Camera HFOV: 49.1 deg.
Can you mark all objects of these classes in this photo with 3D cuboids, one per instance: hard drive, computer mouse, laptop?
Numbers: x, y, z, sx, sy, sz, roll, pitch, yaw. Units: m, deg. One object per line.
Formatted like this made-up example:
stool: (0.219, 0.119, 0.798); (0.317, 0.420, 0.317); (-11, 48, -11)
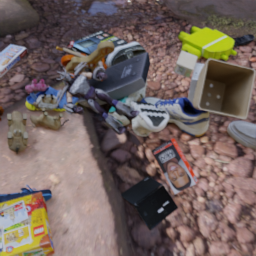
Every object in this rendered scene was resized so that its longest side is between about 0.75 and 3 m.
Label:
hard drive: (-0.499, -1.809, 10.979); (2.893, 0.612, 1.951); (-16, 38, 27)
computer mouse: (5.905, -4.495, 14.524); (1.252, 0.330, 0.867); (-15, 48, 1)
laptop: (0.626, 2.217, 8.465); (1.135, 0.661, 1.280); (-30, 80, -24)

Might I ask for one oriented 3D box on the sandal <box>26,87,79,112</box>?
sandal: (-3.023, -1.205, 11.049); (2.150, 0.936, 0.854); (-3, 45, -6)

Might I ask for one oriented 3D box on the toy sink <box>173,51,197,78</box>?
toy sink: (2.136, -2.331, 10.572); (0.670, 0.576, 1.028); (22, 46, 3)

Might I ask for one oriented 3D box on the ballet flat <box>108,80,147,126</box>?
ballet flat: (0.140, -1.194, 11.090); (1.049, 1.049, 2.924); (18, 53, 16)

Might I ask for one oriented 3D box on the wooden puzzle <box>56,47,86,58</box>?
wooden puzzle: (-1.980, -2.839, 10.793); (1.661, 0.194, 1.120); (20, 7, -13)

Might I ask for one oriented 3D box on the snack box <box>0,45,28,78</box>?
snack box: (-5.867, -3.094, 13.191); (0.919, 0.311, 2.557); (15, 49, 13)

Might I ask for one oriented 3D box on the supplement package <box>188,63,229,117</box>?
supplement package: (3.384, -1.453, 10.848); (1.951, 1.520, 1.082); (12, 49, 11)

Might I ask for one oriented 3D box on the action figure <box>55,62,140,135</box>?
action figure: (-0.851, -0.784, 7.204); (2.249, 0.780, 1.463); (36, 89, -14)

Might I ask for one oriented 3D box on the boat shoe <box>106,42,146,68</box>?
boat shoe: (-0.041, -3.399, 13.116); (0.822, 0.835, 2.317); (32, 54, 28)

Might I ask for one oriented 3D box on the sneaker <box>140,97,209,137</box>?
sneaker: (1.718, -0.756, 10.406); (2.765, 1.219, 1.041); (22, 49, 19)

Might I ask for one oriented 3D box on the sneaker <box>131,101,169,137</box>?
sneaker: (0.627, -0.178, 9.284); (1.025, 1.106, 2.728); (9, 11, -8)

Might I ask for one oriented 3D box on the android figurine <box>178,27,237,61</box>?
android figurine: (3.997, -4.204, 14.028); (2.663, 0.601, 2.926); (-32, 54, -27)

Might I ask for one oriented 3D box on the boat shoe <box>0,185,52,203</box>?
boat shoe: (-3.090, 1.983, 8.266); (1.618, 0.681, 0.555); (-8, 52, -10)

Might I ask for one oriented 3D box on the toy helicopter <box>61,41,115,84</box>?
toy helicopter: (-1.234, -2.347, 10.084); (1.611, 2.436, 0.961); (4, 70, -40)

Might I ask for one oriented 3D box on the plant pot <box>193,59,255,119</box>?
plant pot: (2.874, -1.142, 8.960); (1.544, 1.367, 1.542); (12, 88, -5)

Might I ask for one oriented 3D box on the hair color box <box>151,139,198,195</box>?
hair color box: (1.291, 1.060, 7.818); (0.696, 0.420, 1.371); (-33, 79, 20)

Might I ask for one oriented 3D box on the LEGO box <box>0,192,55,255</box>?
LEGO box: (-3.152, 2.808, 7.412); (2.067, 0.797, 1.539); (-15, 49, -13)

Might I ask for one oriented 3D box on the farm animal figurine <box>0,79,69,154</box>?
farm animal figurine: (-3.594, -0.383, 10.171); (2.016, 1.255, 2.497); (46, 56, 8)

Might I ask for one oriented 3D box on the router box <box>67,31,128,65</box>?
router box: (-1.421, -3.749, 13.336); (1.767, 0.733, 2.358); (31, 48, 25)

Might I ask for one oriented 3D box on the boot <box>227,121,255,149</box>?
boot: (4.934, 0.156, 9.461); (2.895, 1.384, 1.065); (24, 52, 21)
